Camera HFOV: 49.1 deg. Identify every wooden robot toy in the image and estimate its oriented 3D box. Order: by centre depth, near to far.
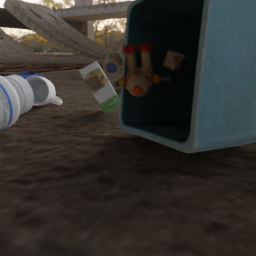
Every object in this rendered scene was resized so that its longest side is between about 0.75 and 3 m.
[{"bbox_3d":[0.092,-1.079,5.728,2.177,0.959,0.988,-4,39,10],"label":"wooden robot toy"}]

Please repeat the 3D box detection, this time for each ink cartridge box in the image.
[{"bbox_3d":[-0.825,-1.230,8.331,0.618,1.413,1.027,-32,13,0],"label":"ink cartridge box"}]

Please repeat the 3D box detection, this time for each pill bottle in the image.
[{"bbox_3d":[-3.149,-0.433,5.896,1.271,1.271,2.265,7,23,24],"label":"pill bottle"}]

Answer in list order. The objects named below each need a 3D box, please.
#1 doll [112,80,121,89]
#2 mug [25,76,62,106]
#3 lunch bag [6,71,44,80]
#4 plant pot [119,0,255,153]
[{"bbox_3d":[0.154,-2.087,13.419,1.276,0.453,1.870,3,8,37],"label":"doll"},{"bbox_3d":[-2.873,-1.171,9.655,1.310,0.967,1.149,30,6,-1],"label":"mug"},{"bbox_3d":[-4.148,-1.821,11.509,1.032,1.005,1.519,10,20,30],"label":"lunch bag"},{"bbox_3d":[1.730,-1.163,5.734,2.881,2.821,2.829,1,7,-25],"label":"plant pot"}]
